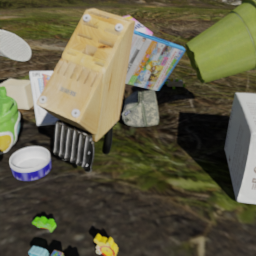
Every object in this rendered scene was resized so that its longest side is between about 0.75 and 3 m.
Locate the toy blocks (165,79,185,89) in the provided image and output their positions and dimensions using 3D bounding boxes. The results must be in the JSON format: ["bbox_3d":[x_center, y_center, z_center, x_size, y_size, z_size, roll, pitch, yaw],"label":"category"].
[{"bbox_3d":[2.334,-2.266,14.146,0.996,0.498,0.681,1,19,0],"label":"toy blocks"}]

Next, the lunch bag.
[{"bbox_3d":[0.461,-0.729,10.819,1.318,1.095,1.571,-10,29,9],"label":"lunch bag"}]

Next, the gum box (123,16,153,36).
[{"bbox_3d":[-0.274,-2.574,8.011,1.006,0.586,1.773,43,48,18],"label":"gum box"}]

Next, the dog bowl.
[{"bbox_3d":[-2.869,1.039,8.276,1.139,0.449,1.139,0,30,0],"label":"dog bowl"}]

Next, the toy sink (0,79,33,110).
[{"bbox_3d":[-4.914,-1.500,12.139,1.601,1.043,0.897,5,30,11],"label":"toy sink"}]

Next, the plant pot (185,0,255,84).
[{"bbox_3d":[2.980,-2.427,8.624,2.121,2.233,2.233,-23,28,10],"label":"plant pot"}]

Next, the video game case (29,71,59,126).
[{"bbox_3d":[-2.031,-0.940,8.404,1.588,0.207,1.745,-6,68,-24],"label":"video game case"}]

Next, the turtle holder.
[{"bbox_3d":[-4.202,-0.019,8.746,2.524,1.792,1.918,28,42,37],"label":"turtle holder"}]

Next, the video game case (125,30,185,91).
[{"bbox_3d":[0.336,-1.758,7.445,2.054,1.470,0.183,8,42,-32],"label":"video game case"}]

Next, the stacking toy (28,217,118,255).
[{"bbox_3d":[-1.437,2.650,5.509,2.062,0.484,1.555,9,29,19],"label":"stacking toy"}]

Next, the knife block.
[{"bbox_3d":[-0.644,-0.530,5.698,0.889,2.778,2.438,23,-8,16],"label":"knife block"}]

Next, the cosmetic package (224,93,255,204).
[{"bbox_3d":[3.938,0.511,7.516,2.090,2.103,2.513,4,29,9],"label":"cosmetic package"}]

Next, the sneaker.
[{"bbox_3d":[-4.410,-2.904,9.452,0.861,0.851,2.169,15,-4,45],"label":"sneaker"}]
